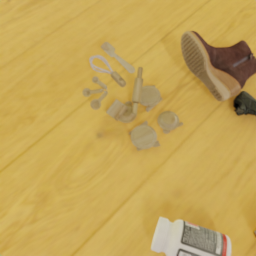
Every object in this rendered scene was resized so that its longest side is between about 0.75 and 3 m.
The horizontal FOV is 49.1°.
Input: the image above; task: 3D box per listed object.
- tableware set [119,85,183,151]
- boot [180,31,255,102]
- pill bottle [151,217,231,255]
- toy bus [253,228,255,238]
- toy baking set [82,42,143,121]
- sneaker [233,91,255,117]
[{"bbox_3d":[0.646,-0.400,9.867,1.950,0.271,2.334,-30,68,-12],"label":"tableware set"},{"bbox_3d":[3.343,-2.590,10.087,2.386,1.038,2.869,-39,100,-24],"label":"boot"},{"bbox_3d":[1.688,3.206,7.693,1.939,1.123,1.123,17,66,8],"label":"pill bottle"},{"bbox_3d":[4.920,2.663,8.035,2.460,0.963,0.801,-25,66,-11],"label":"toy bus"},{"bbox_3d":[-0.458,-1.617,9.668,2.034,0.308,2.650,13,85,-4],"label":"toy baking set"},{"bbox_3d":[4.311,-0.583,9.789,0.855,0.571,1.493,-41,69,-16],"label":"sneaker"}]
